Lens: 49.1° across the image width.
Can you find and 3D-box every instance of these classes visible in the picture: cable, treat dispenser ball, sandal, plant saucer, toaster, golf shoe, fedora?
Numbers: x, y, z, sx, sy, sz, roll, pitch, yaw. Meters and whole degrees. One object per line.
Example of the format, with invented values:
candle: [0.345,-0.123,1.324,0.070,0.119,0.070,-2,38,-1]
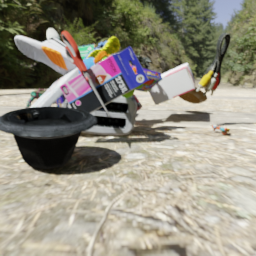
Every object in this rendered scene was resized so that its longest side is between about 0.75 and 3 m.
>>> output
cable: [3.044,-2.039,9.372,1.014,2.088,0.526,7,29,-34]
treat dispenser ball: [-1.131,-1.746,8.551,0.764,0.764,0.764,0,10,0]
sandal: [-0.998,-2.559,9.800,0.724,0.661,1.663,4,39,44]
plant saucer: [2.938,-1.580,13.491,1.719,0.304,1.719,26,-10,5]
toaster: [-0.719,-0.569,8.695,2.573,1.462,1.662,7,14,-9]
golf shoe: [-2.772,-3.281,10.422,0.483,1.235,0.600,-17,-17,-9]
fedora: [-1.601,0.202,5.626,2.148,0.981,2.148,1,15,0]
sandal: [-2.770,-2.833,10.242,3.001,0.860,1.150,28,-28,11]

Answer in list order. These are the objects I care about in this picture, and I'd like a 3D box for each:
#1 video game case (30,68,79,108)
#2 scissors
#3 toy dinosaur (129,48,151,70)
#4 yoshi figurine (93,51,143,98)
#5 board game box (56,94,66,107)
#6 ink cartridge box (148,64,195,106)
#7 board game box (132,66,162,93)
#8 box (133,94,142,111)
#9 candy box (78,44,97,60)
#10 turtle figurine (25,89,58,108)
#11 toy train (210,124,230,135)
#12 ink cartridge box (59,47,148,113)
video game case: [-2.742,-1.038,9.629,2.320,0.275,2.112,-52,23,-25]
scissors: [-0.978,-1.264,6.394,0.155,2.221,0.812,-25,-22,-21]
toy dinosaur: [0.041,-2.252,9.822,1.300,1.916,0.979,14,-21,-10]
yoshi figurine: [-0.288,-1.382,7.661,0.872,0.869,1.552,-36,61,-21]
board game box: [-2.584,-1.109,11.685,0.290,1.295,0.870,1,24,22]
ink cartridge box: [1.817,-1.834,11.440,1.672,0.945,2.282,-23,9,19]
board game box: [0.376,-1.481,8.677,1.161,0.260,0.780,4,-30,-40]
box: [-0.269,-1.119,10.137,1.521,0.726,0.758,38,17,-41]
candy box: [-1.404,-1.840,11.438,0.908,2.358,1.994,-3,-15,18]
turtle figurine: [-4.844,-1.573,15.554,2.374,1.195,1.777,14,16,34]
toy train: [2.766,0.059,8.494,0.584,0.216,0.777,15,4,12]
ink cartridge box: [-0.604,-1.090,6.901,2.021,0.957,0.375,-28,5,9]
